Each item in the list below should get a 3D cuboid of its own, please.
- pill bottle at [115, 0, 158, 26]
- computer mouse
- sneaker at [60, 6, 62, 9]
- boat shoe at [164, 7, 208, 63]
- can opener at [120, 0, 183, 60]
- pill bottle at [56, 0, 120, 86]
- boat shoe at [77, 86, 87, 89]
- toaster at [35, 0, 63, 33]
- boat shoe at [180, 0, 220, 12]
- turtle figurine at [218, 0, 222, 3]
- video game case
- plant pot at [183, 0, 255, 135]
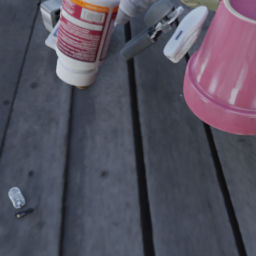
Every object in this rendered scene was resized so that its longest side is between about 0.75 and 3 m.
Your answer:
[{"bbox_3d":[0.289,-4.016,8.254,1.979,1.122,1.122,-30,47,29],"label":"pill bottle"},{"bbox_3d":[-2.978,2.026,7.669,0.467,0.187,0.851,-28,64,-14],"label":"computer mouse"},{"bbox_3d":[-1.921,-4.816,10.456,0.576,0.608,1.505,33,90,24],"label":"sneaker"},{"bbox_3d":[1.309,-2.035,6.165,1.293,0.423,0.476,-49,44,11],"label":"boat shoe"},{"bbox_3d":[0.526,-2.905,8.268,0.869,2.600,0.694,43,58,-20],"label":"can opener"},{"bbox_3d":[-1.143,-2.400,7.303,1.344,2.453,1.344,14,39,-11],"label":"pill bottle"},{"bbox_3d":[-1.787,-2.381,10.326,0.643,0.643,1.828,-7,77,-13],"label":"boat shoe"},{"bbox_3d":[-3.017,-4.835,12.081,1.470,1.329,0.872,-35,60,-23],"label":"toaster"},{"bbox_3d":[3.114,-5.036,10.682,2.497,0.897,0.844,35,98,39],"label":"boat shoe"},{"bbox_3d":[2.805,-3.961,8.189,0.880,2.203,2.732,-21,31,40],"label":"turtle figurine"},{"bbox_3d":[-1.697,-3.965,11.172,1.996,0.251,2.787,29,75,-6],"label":"video game case"},{"bbox_3d":[2.865,-1.700,6.541,2.877,2.575,2.877,-2,51,2],"label":"plant pot"}]
